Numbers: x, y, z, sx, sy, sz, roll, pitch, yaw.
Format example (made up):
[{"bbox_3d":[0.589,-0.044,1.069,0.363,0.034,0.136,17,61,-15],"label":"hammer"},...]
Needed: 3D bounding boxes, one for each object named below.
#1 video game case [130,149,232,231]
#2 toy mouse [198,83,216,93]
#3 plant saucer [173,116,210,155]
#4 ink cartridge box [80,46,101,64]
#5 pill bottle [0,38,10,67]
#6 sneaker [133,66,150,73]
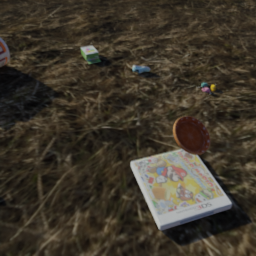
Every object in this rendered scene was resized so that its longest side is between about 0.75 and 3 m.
[{"bbox_3d":[1.465,1.647,8.294,2.166,0.272,2.380,-12,42,-14],"label":"video game case"},{"bbox_3d":[3.474,-1.804,12.435,0.827,0.180,0.931,11,41,12],"label":"toy mouse"},{"bbox_3d":[1.563,0.194,6.938,1.032,0.167,1.032,11,59,-19],"label":"plant saucer"},{"bbox_3d":[-1.969,-3.849,14.690,0.672,0.384,1.295,-16,43,-18],"label":"ink cartridge box"},{"bbox_3d":[-7.075,-3.100,12.832,1.644,1.644,2.880,18,43,20],"label":"pill bottle"},{"bbox_3d":[0.637,-2.769,13.550,0.856,0.317,0.351,6,69,1],"label":"sneaker"}]
